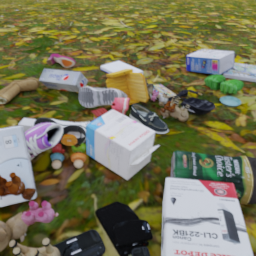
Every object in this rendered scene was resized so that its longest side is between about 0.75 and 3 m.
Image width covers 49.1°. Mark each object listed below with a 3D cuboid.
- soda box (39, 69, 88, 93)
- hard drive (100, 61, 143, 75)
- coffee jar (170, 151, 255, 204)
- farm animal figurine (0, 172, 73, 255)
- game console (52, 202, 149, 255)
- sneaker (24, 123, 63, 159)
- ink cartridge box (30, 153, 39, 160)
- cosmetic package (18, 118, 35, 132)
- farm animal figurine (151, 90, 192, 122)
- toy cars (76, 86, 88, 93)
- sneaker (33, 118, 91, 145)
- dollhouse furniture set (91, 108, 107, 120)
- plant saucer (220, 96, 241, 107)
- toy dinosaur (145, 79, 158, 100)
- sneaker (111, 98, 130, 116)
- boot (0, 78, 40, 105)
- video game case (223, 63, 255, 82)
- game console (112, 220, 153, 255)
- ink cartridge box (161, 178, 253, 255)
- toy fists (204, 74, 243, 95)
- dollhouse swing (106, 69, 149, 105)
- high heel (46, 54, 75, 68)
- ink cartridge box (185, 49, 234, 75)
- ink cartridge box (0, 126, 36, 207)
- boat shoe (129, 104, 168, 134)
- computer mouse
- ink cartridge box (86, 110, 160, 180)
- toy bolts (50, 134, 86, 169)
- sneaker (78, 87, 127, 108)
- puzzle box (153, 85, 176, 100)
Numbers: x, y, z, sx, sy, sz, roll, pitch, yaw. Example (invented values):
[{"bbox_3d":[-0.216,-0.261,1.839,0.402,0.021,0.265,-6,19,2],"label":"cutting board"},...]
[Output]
[{"bbox_3d":[-3.314,-2.414,14.316,2.386,0.814,0.757,11,72,25],"label":"soda box"},{"bbox_3d":[-0.402,-3.453,16.868,1.503,0.289,2.278,-24,40,-32],"label":"hard drive"},{"bbox_3d":[2.679,1.483,8.484,2.737,1.168,1.428,4,34,6],"label":"coffee jar"},{"bbox_3d":[-2.959,2.625,6.689,2.723,1.436,2.754,-28,46,-17],"label":"farm animal figurine"},{"bbox_3d":[-0.848,2.841,7.205,2.598,0.313,1.533,-15,36,-25],"label":"game console"},{"bbox_3d":[-3.241,0.639,8.890,1.534,0.975,2.690,-4,34,49],"label":"sneaker"},{"bbox_3d":[-3.627,0.716,10.149,0.799,0.465,1.097,22,50,31],"label":"ink cartridge box"},{"bbox_3d":[-3.971,-0.073,11.584,0.946,0.401,0.509,7,38,9],"label":"cosmetic package"},{"bbox_3d":[1.814,-0.902,12.542,1.464,0.911,1.812,9,24,-24],"label":"farm animal figurine"},{"bbox_3d":[-2.634,-2.225,14.884,1.833,0.406,0.822,26,40,34],"label":"toy cars"},{"bbox_3d":[-2.367,0.134,10.960,2.519,0.951,1.450,10,8,24],"label":"sneaker"},{"bbox_3d":[-0.904,-0.093,11.269,0.605,0.801,1.488,-18,41,-31],"label":"dollhouse furniture set"},{"bbox_3d":[4.940,-1.236,13.577,0.985,0.177,0.985,1,33,0],"label":"plant saucer"},{"bbox_3d":[0.388,-2.086,13.970,2.426,0.934,1.240,15,9,7],"label":"toy dinosaur"},{"bbox_3d":[-0.348,-0.773,10.456,0.628,1.447,0.533,13,66,-6],"label":"sneaker"},{"bbox_3d":[-5.620,-1.809,14.079,1.748,0.660,1.996,-5,30,16],"label":"boot"},{"bbox_3d":[7.008,-3.324,16.693,2.389,0.263,2.177,13,35,20],"label":"video game case"},{"bbox_3d":[0.218,2.973,6.732,0.925,0.189,1.568,-7,49,-14],"label":"game console"},{"bbox_3d":[1.797,2.560,6.898,1.885,1.094,2.612,4,33,6],"label":"ink cartridge box"},{"bbox_3d":[4.959,-2.273,14.737,1.027,0.693,2.015,-18,35,-37],"label":"toy fists"},{"bbox_3d":[-0.055,-1.718,12.670,1.440,1.585,1.393,-19,24,-13],"label":"dollhouse swing"},{"bbox_3d":[-4.104,-4.400,17.928,2.251,0.758,1.080,4,42,30],"label":"high heel"},{"bbox_3d":[4.748,-4.037,16.924,1.815,1.016,2.660,-29,35,-36],"label":"ink cartridge box"},{"bbox_3d":[-4.174,1.236,7.920,2.702,2.163,0.639,-11,8,-18],"label":"ink cartridge box"},{"bbox_3d":[0.851,-0.409,11.867,2.080,0.627,0.786,28,38,33],"label":"boat shoe"},{"bbox_3d":[3.166,-1.179,13.205,2.314,0.533,1.625,21,39,38],"label":"computer mouse"},{"bbox_3d":[-0.186,0.596,9.530,2.174,1.362,1.398,29,42,28],"label":"ink cartridge box"},{"bbox_3d":[-2.139,0.909,9.593,1.224,1.169,0.849,-12,54,11],"label":"toy bolts"},{"bbox_3d":[-1.195,-1.331,12.641,2.530,0.945,1.037,10,8,35],"label":"sneaker"},{"bbox_3d":[1.679,-1.836,14.281,1.049,0.201,1.577,-5,31,-31],"label":"puzzle box"}]
